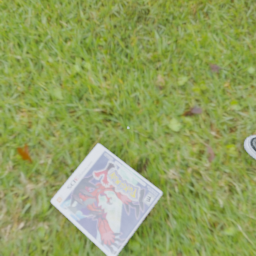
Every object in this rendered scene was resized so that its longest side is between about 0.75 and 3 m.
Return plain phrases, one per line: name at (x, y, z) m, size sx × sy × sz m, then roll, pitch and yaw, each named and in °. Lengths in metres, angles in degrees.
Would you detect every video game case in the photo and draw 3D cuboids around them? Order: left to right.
video game case at (-0.758, 2.333, 9.380) m, size 2.853 × 0.328 × 2.600 m, roll 36°, pitch 80°, yaw 18°

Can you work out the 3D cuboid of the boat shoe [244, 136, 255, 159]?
boat shoe at (5.589, 0.943, 9.947) m, size 2.729 × 0.932 × 1.008 m, roll 28°, pitch 72°, yaw 10°
